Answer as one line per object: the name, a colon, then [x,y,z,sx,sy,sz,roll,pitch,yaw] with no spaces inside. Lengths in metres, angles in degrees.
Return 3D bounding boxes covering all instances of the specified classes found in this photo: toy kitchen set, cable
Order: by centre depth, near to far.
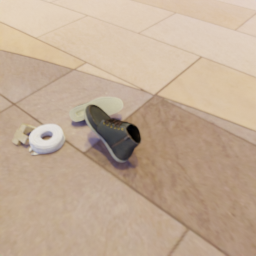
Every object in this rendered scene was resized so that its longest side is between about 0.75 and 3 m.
cable: [-3.026,0.386,10.418,1.280,0.443,1.280,-5,45,-5]
toy kitchen set: [-3.773,0.355,10.570,0.647,0.716,0.793,29,92,30]

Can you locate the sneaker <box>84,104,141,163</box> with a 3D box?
sneaker: [-0.475,-0.111,9.355,0.886,1.258,2.368,-27,74,-45]

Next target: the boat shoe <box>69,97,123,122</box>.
boat shoe: [-1.246,-0.788,11.124,2.117,0.760,0.716,-13,8,2]
